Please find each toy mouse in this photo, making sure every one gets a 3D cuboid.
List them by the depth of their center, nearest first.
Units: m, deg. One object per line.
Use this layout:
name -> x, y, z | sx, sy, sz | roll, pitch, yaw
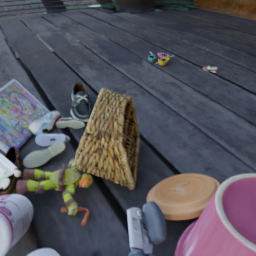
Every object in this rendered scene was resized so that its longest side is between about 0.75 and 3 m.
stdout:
toy mouse -> 1.808, -4.172, 16.830 | 1.846, 0.357, 1.641 | -24, 41, -30

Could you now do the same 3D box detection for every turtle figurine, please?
turtle figurine -> -1.965, 1.612, 8.020 | 2.203, 0.880, 2.732 | -3, 35, -3

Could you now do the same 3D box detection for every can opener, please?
can opener -> 0.464, 2.788, 5.907 | 0.694, 0.869, 2.600 | 29, 34, -31

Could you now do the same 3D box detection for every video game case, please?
video game case -> -4.306, -0.477, 10.443 | 0.251, 1.996, 2.787 | -34, 18, 33

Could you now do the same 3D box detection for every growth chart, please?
growth chart -> -4.518, 1.686, 7.924 | 2.693, 0.239, 1.949 | -37, 49, -21

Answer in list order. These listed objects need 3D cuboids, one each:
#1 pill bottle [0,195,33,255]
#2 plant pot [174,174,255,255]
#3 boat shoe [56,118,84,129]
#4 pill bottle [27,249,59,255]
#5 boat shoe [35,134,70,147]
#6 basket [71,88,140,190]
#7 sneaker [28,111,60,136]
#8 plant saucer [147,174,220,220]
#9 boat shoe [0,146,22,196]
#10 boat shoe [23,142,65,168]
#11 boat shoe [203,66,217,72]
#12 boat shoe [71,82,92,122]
pill bottle -> -2.881, 2.153, 6.310 | 1.122, 1.122, 1.979 | -3, -3, -4
plant pot -> 2.360, 2.428, 5.362 | 2.877, 2.575, 2.877 | 0, 35, 0
boat shoe -> -2.278, -0.214, 11.100 | 1.158, 0.412, 0.362 | -1, 35, 8
pill bottle -> -1.106, 3.330, 4.957 | 1.344, 1.344, 2.453 | -28, 33, -34
boat shoe -> -2.728, 0.454, 10.134 | 1.293, 0.476, 0.423 | 2, -5, 20
basket -> -0.289, 0.130, 8.747 | 2.042, 1.956, 2.741 | 21, 34, -7
sneaker -> -3.152, -0.158, 10.877 | 0.608, 0.576, 1.505 | 49, 42, -2
plant saucer -> 1.489, 1.756, 7.609 | 2.034, 0.328, 2.034 | -14, 15, 4
boat shoe -> -3.721, 1.323, 8.659 | 0.643, 0.643, 1.828 | -3, 36, -11
boat shoe -> -2.790, 0.912, 9.403 | 1.453, 0.517, 0.455 | -29, 0, -18
boat shoe -> 4.593, -3.328, 15.711 | 0.806, 0.252, 0.287 | 21, 42, 29
boat shoe -> -2.036, -1.123, 12.031 | 0.897, 0.844, 2.497 | -4, 37, -12
